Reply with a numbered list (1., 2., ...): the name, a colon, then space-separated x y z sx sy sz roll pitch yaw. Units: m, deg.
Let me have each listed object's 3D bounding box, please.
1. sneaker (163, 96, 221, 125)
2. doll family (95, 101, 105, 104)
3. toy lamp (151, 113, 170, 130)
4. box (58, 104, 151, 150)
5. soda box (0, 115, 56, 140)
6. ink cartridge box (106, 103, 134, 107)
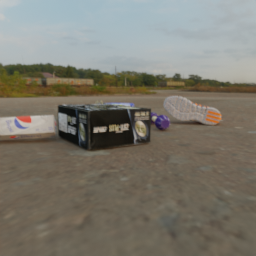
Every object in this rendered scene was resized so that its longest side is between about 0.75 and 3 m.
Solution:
1. sneaker: 3.334 -0.816 14.739 2.964 1.150 1.661 22 7 12
2. doll family: -1.256 -0.960 15.727 0.983 0.667 1.700 32 28 -36
3. toy lamp: 1.398 -0.328 13.067 0.699 0.699 2.402 -1 7 -10
4. box: -0.940 -0.164 9.940 2.322 1.221 2.835 -5 10 -33
5. soda box: -3.591 0.000 9.816 2.041 0.647 0.697 -3 -16 -8
6. ink cartridge box: -0.955 -0.795 13.522 1.772 0.623 2.970 5 13 34
